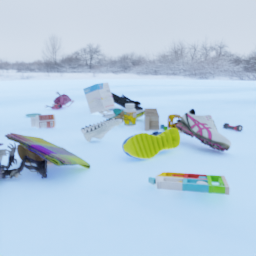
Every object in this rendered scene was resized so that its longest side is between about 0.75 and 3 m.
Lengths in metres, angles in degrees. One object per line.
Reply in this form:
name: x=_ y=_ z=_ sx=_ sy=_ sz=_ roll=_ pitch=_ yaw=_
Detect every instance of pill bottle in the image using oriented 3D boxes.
pill bottle: x=0.076 y=-0.538 z=11.901 sx=0.528 sy=0.936 sz=0.528 roll=0 pitch=13 yaw=0
pill bottle: x=-3.514 y=-0.266 z=11.575 sx=0.979 sy=0.549 sz=0.549 roll=-4 pitch=13 yaw=-20

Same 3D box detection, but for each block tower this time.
block tower: x=0.995 y=-0.389 z=12.027 sx=0.633 sy=0.591 sz=2.188 roll=0 pitch=13 yaw=4

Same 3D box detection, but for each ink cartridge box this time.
ink cartridge box: x=-1.512 y=-1.482 z=14.954 sx=1.016 sy=1.623 sz=1.043 roll=-13 pitch=4 yaw=34

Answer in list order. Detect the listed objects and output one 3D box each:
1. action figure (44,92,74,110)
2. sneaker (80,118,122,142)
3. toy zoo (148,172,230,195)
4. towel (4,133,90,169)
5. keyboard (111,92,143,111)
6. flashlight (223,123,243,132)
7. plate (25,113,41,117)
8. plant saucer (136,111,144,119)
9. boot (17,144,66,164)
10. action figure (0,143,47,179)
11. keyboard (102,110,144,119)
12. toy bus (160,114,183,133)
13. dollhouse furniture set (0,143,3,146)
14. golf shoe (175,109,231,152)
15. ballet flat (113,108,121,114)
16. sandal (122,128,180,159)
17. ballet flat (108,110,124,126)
action figure: x=-4.064 y=-1.386 z=16.571 sx=1.281 sy=1.152 sz=1.720 roll=40 pitch=16 yaw=-18
sneaker: x=-0.859 y=0.049 z=9.491 sx=1.426 sy=0.578 sz=0.536 roll=-19 pitch=7 yaw=3
toy zoo: x=1.211 y=1.117 z=5.817 sx=1.599 sy=0.164 sz=1.049 roll=2 pitch=2 yaw=14
towel: x=-1.935 y=0.564 z=6.854 sx=1.867 sy=0.213 sz=1.341 roll=22 pitch=-1 yaw=22
keyboard: x=-0.307 y=-1.630 z=16.335 sx=2.801 sy=0.288 sz=1.780 roll=29 pitch=24 yaw=26
flashlight: x=4.198 y=-0.047 z=11.246 sx=0.272 sy=0.273 sz=0.804 roll=-8 pitch=16 yaw=-28
plate: x=-4.813 y=-0.633 z=14.232 sx=0.807 sy=0.103 sz=0.807 roll=1 pitch=12 yaw=0
plant saucer: x=0.414 y=-0.547 z=13.227 sx=0.768 sy=0.184 sz=0.767 roll=-21 pitch=5 yaw=20
boot: x=-2.366 y=0.678 z=7.711 sx=1.225 sy=0.451 sz=0.948 roll=21 pitch=22 yaw=28
action figure: x=-2.682 y=0.787 z=6.314 sx=1.662 sy=0.848 sz=0.988 roll=0 pitch=13 yaw=-15
keyboard: x=0.111 y=-0.688 z=14.480 sx=2.947 sy=0.157 sz=0.829 roll=-9 pitch=21 yaw=-33
toy bus: x=1.981 y=-0.235 z=11.329 sx=1.164 sy=0.601 sz=1.098 roll=8 pitch=15 yaw=34
dollhouse furniture set: x=-4.518 y=0.332 z=8.922 sx=0.778 sy=0.552 sz=0.617 roll=2 pitch=13 yaw=9
golf shoe: x=2.409 y=0.007 z=8.774 sx=0.750 sy=0.951 sz=2.066 roll=33 pitch=1 yaw=-42
ballet flat: x=-0.323 y=-0.683 z=13.615 sx=1.081 sy=0.381 sz=0.353 roll=24 pitch=-11 yaw=47
sandal: x=0.606 y=0.473 z=8.146 sx=1.951 sy=0.775 sz=0.849 roll=-6 pitch=-2 yaw=-37
ballet flat: x=-0.451 y=-0.354 z=11.966 sx=0.528 sy=0.488 sz=1.496 roll=-23 pitch=8 yaw=34
